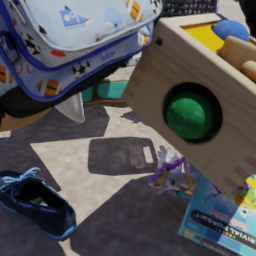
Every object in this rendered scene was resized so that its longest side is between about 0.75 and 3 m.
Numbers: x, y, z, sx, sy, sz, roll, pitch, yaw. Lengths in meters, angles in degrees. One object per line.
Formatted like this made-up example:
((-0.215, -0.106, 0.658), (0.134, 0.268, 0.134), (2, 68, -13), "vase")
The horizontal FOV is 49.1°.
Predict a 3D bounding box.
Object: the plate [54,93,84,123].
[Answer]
((-1.667, -1.536, 5.025), (0.405, 2.504, 2.499), (-21, 33, -29), "plate")

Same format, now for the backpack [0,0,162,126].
((-0.724, -1.175, 2.389), (1.836, 1.749, 1.414), (-38, 8, -41), "backpack")

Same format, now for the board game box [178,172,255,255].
((1.592, 1.181, 4.399), (1.149, 0.357, 1.521), (23, 54, 11), "board game box")

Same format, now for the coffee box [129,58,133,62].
((-0.788, -3.277, 6.787), (2.249, 2.224, 2.246), (4, 57, -15), "coffee box")

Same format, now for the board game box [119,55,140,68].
((-0.621, -2.991, 12.353), (2.107, 0.365, 1.330), (-18, 34, -28), "board game box")

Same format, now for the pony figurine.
((1.186, 0.733, 5.207), (1.672, 1.392, 1.614), (15, 41, -6), "pony figurine")

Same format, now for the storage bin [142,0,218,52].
((0.866, -1.846, 5.272), (0.972, 2.074, 1.402), (0, 24, -8), "storage bin")

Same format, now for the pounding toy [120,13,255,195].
((1.258, -0.436, 3.216), (2.041, 1.576, 2.217), (43, 40, 16), "pounding toy")

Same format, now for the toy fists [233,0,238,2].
((3.003, -3.398, 6.531), (2.627, 1.339, 0.903), (23, 25, -29), "toy fists")

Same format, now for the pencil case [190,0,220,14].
((1.849, -3.331, 7.058), (0.768, 1.830, 0.782), (-20, 63, 21), "pencil case")

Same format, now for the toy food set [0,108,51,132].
((-1.502, -0.401, 3.577), (1.348, 1.362, 0.331), (-30, 72, -7), "toy food set")

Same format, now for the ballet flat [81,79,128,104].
((-1.013, -1.199, 9.002), (2.617, 0.923, 0.854), (8, 5, 8), "ballet flat")

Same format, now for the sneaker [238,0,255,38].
((2.361, -1.275, 4.147), (1.431, 2.930, 1.036), (-53, 25, -10), "sneaker")

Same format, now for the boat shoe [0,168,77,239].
((-1.642, 1.103, 4.916), (2.027, 0.696, 0.853), (16, 34, 26), "boat shoe")
